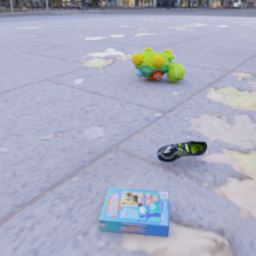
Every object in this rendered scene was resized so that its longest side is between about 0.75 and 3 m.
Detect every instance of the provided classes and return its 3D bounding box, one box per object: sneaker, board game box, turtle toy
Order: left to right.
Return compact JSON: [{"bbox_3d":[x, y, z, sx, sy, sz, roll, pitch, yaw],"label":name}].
[{"bbox_3d":[0.167,1.698,5.792,1.355,0.305,1.030,4,27,7],"label":"board game box"},{"bbox_3d":[1.481,-3.042,13.870,2.779,1.404,2.025,12,29,21],"label":"turtle toy"},{"bbox_3d":[1.424,0.561,7.385,1.404,0.582,0.498,-9,66,-6],"label":"sneaker"}]
